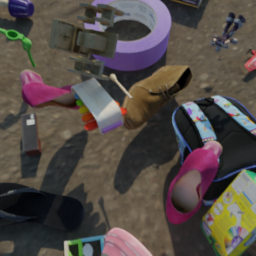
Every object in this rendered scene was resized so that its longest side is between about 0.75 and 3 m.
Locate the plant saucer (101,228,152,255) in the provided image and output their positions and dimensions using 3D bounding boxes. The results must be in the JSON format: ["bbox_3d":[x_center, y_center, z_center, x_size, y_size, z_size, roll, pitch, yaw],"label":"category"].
[{"bbox_3d":[0.112,2.875,5.314,0.494,1.950,1.950,-30,67,-31],"label":"plant saucer"}]

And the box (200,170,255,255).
[{"bbox_3d":[1.983,1.639,5.098,0.373,1.541,0.904,18,27,-28],"label":"box"}]

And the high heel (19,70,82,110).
[{"bbox_3d":[-1.608,-0.623,6.871,0.745,2.211,1.060,-37,58,17],"label":"high heel"}]

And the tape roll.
[{"bbox_3d":[-0.017,-3.214,9.156,2.733,0.897,2.733,0,63,1],"label":"tape roll"}]

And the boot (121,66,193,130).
[{"bbox_3d":[0.804,-0.932,7.528,0.990,0.966,2.625,0,40,50],"label":"boot"}]

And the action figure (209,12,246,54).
[{"bbox_3d":[2.192,-2.048,6.186,0.615,0.328,0.945,32,92,36],"label":"action figure"}]

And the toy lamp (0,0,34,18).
[{"bbox_3d":[-4.650,-4.403,9.834,2.737,0.797,0.797,13,65,9],"label":"toy lamp"}]

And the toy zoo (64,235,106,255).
[{"bbox_3d":[-0.569,3.058,6.413,1.707,0.175,1.120,-6,63,-6],"label":"toy zoo"}]

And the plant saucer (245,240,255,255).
[{"bbox_3d":[3.528,2.157,6.851,2.172,0.320,2.172,0,63,0],"label":"plant saucer"}]

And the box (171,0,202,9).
[{"bbox_3d":[1.647,-5.946,10.600,2.970,0.733,2.371,21,67,10],"label":"box"}]

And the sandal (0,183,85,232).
[{"bbox_3d":[-2.475,1.875,6.815,2.824,0.605,1.074,4,64,2],"label":"sandal"}]

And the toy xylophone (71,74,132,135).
[{"bbox_3d":[-0.609,-0.624,6.410,1.198,0.411,1.636,-20,53,-14],"label":"toy xylophone"}]

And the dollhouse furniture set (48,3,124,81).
[{"bbox_3d":[-0.836,-1.986,6.551,1.699,1.129,1.489,22,105,34],"label":"dollhouse furniture set"}]

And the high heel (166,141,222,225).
[{"bbox_3d":[1.138,1.339,5.541,0.780,2.315,1.110,36,36,17],"label":"high heel"}]

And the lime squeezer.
[{"bbox_3d":[-3.249,-2.496,8.039,0.697,1.973,0.372,-3,64,37],"label":"lime squeezer"}]

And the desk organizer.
[{"bbox_3d":[-2.670,0.182,7.744,0.400,0.429,1.115,-11,64,-5],"label":"desk organizer"}]

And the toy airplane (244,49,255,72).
[{"bbox_3d":[4.424,-2.051,8.930,1.483,0.273,1.483,0,64,0],"label":"toy airplane"}]

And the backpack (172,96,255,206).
[{"bbox_3d":[2.222,0.397,6.975,2.202,1.623,2.412,-17,48,-10],"label":"backpack"}]
